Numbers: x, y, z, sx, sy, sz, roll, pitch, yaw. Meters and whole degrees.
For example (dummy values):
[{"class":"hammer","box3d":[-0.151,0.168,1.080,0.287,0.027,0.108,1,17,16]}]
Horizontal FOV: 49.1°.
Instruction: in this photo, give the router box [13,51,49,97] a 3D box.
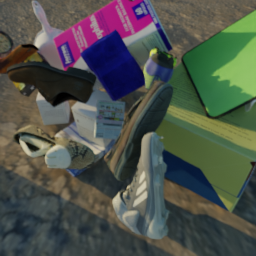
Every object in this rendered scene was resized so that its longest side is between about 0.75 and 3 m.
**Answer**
[{"class":"router box","box3d":[-3.047,-1.738,8.697,1.237,0.323,0.973,-45,68,10]}]

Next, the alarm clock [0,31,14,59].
[{"class":"alarm clock","box3d":[-3.878,-2.366,8.380,1.526,0.508,1.030,34,45,-5]}]

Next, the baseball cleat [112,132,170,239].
[{"class":"baseball cleat","box3d":[0.197,1.159,5.396,1.166,2.191,0.764,0,13,21]}]

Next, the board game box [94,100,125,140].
[{"class":"board game box","box3d":[-0.449,-0.190,6.744,0.675,0.294,0.915,5,88,-9]}]

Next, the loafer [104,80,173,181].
[{"class":"loafer","box3d":[0.087,0.020,5.740,0.739,2.350,0.844,39,28,29]}]

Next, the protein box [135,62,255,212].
[{"class":"protein box","box3d":[2.073,-0.070,7.228,2.854,1.940,2.875,27,50,24]}]

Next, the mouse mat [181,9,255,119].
[{"class":"mouse mat","box3d":[2.471,-1.570,6.162,2.399,0.112,2.981,-30,36,19]}]

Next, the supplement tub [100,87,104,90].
[{"class":"supplement tub","box3d":[-0.513,-2.067,9.228,0.998,1.628,0.998,23,52,-32]}]

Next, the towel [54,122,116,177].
[{"class":"towel","box3d":[-1.197,0.301,8.101,1.622,0.263,2.208,33,55,28]}]

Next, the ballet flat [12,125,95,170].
[{"class":"ballet flat","box3d":[-2.014,0.573,7.098,2.410,0.818,0.908,20,24,26]}]

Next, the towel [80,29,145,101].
[{"class":"towel","box3d":[-0.346,-1.422,6.724,1.109,1.502,0.372,-27,20,26]}]

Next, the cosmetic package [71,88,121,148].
[{"class":"cosmetic package","box3d":[-0.808,-0.285,7.709,0.964,1.152,0.958,23,54,23]}]

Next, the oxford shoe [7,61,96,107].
[{"class":"oxford shoe","box3d":[-1.833,-0.966,6.332,2.083,0.757,0.879,11,79,10]}]

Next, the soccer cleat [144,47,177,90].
[{"class":"soccer cleat","box3d":[0.689,-1.344,6.506,0.678,0.878,2.098,26,21,1]}]

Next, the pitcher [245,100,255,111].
[{"class":"pitcher","box3d":[3.274,-1.268,6.119,1.877,1.138,1.610,-15,52,7]}]

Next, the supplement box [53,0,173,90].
[{"class":"supplement box","box3d":[-0.405,-2.282,7.658,2.742,1.417,1.387,-26,75,16]}]

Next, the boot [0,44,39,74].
[{"class":"boot","box3d":[-2.968,-1.648,6.874,1.247,0.427,1.174,-22,-1,26]}]

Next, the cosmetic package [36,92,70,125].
[{"class":"cosmetic package","box3d":[-2.256,-0.698,8.539,0.773,0.929,0.778,-6,41,-3]}]

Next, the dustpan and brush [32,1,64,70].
[{"class":"dustpan and brush","box3d":[-2.479,-2.840,9.075,1.781,2.551,0.730,-8,62,8]}]
